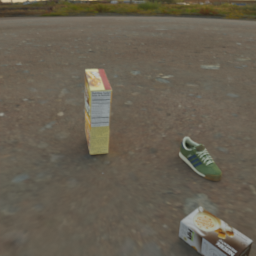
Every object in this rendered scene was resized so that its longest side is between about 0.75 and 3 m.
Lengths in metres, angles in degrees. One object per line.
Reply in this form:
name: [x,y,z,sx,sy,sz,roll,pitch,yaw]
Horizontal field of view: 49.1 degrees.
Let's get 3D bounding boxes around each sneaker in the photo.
sneaker: [2.381,0.955,9.368,0.621,0.831,1.851,-16,32,-26]

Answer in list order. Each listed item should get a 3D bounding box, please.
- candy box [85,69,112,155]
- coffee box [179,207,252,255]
candy box: [-1.106,-0.542,9.909,0.731,2.645,1.527,-5,37,-14]
coffee box: [2.019,2.616,6.600,0.819,0.571,1.432,-22,36,-34]
